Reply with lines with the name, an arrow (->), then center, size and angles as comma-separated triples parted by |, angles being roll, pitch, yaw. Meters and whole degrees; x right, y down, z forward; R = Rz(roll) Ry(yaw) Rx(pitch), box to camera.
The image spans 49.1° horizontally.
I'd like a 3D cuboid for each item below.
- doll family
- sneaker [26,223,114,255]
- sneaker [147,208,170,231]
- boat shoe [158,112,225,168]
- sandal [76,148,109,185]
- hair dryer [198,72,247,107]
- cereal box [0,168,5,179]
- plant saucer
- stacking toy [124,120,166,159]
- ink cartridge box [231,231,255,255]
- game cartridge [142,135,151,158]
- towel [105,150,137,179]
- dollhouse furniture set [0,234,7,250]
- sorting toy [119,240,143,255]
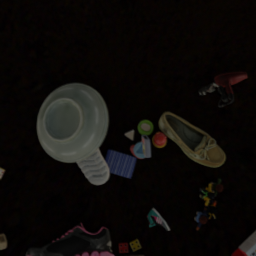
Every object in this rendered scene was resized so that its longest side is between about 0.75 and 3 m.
doll family -> 2.715, 2.591, 9.523 | 0.714, 1.052, 1.819 | 11, 81, 2
sneaker -> -1.912, 3.951, 9.436 | 2.911, 1.150, 1.388 | -2, 59, -1
sneaker -> 0.989, 3.315, 9.733 | 0.547, 0.379, 0.906 | -39, 75, -11
boat shoe -> 2.296, 0.414, 9.983 | 2.763, 0.869, 1.008 | 41, 83, 6
sandal -> -1.528, 0.634, 10.081 | 1.201, 0.725, 2.951 | -18, 93, 12
hair dryer -> 3.465, -1.394, 9.765 | 1.716, 0.466, 1.307 | -41, 49, -9
cereal box -> -5.190, 1.930, 10.030 | 0.973, 0.267, 1.352 | 23, 81, 4
plant saucer -> -2.114, -0.241, 9.754 | 2.864, 0.719, 2.864 | -3, 80, 18
stacking toy -> 0.617, 0.377, 10.140 | 1.375, 0.581, 1.244 | -34, 82, -6
ink cartridge box -> 4.600, 4.511, 9.382 | 1.431, 0.684, 1.630 | -41, 83, -6
game cartridge -> 0.591, 0.625, 9.252 | 0.200, 0.976, 0.650 | -8, 98, -3
towel -> -0.328, 1.322, 10.231 | 1.117, 0.133, 0.808 | 17, 79, 1
dollhouse furniture set -> -5.477, 3.687, 9.806 | 2.081, 1.649, 1.477 | 55, 126, 30
sorting toy -> 0.121, 4.794, 9.527 | 0.890, 0.312, 1.845 | -2, 80, 0
